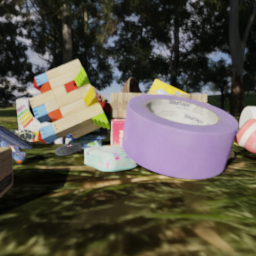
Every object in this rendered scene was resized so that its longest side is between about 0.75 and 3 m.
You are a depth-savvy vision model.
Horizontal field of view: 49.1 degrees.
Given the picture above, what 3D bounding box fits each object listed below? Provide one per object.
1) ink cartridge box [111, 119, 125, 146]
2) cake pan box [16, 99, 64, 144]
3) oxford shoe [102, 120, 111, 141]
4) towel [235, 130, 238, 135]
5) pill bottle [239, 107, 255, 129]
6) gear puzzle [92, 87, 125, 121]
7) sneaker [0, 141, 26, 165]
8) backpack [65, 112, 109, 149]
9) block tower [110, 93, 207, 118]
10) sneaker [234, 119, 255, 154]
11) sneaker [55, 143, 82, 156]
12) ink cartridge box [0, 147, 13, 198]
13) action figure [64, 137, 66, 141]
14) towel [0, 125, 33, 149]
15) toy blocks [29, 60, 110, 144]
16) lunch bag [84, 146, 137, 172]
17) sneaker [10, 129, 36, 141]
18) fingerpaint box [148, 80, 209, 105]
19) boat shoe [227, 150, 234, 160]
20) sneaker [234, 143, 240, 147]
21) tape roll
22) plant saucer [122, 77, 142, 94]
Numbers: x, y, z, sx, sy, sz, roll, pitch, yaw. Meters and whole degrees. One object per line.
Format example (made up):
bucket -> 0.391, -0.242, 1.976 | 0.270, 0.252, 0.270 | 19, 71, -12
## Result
ink cartridge box -> 0.673, 0.235, 8.760 | 2.404, 1.014, 1.740 | 0, 4, -4
cake pan box -> -3.308, -0.284, 10.653 | 1.657, 1.799, 0.470 | 1, 13, -1
oxford shoe -> -0.631, 0.052, 11.349 | 1.066, 0.819, 2.836 | -33, 15, -16
towel -> 4.620, 0.239, 14.701 | 2.063, 0.340, 2.849 | -1, 2, 16
pill bottle -> 4.741, -0.073, 8.760 | 2.124, 1.210, 1.210 | 5, 4, 0
gear puzzle -> -0.960, -0.442, 12.277 | 1.499, 2.895, 0.379 | -29, 25, 45
sneaker -> -2.770, 0.559, 6.777 | 0.801, 0.302, 0.314 | 37, 61, 17
backpack -> -1.606, 0.014, 9.563 | 1.798, 1.321, 1.645 | 7, 6, -4
block tower -> 0.887, -0.683, 8.733 | 2.941, 0.794, 0.850 | 1, 4, 5
sneaker -> 3.863, 0.523, 7.319 | 2.626, 0.968, 1.139 | 5, 32, -38
sneaker -> -1.793, 0.687, 8.241 | 0.891, 0.313, 0.366 | -9, -17, -46
ink cartridge box -> -2.787, 0.720, 3.845 | 1.939, 0.728, 1.597 | 1, 5, -7
action figure -> -2.316, 0.274, 11.840 | 1.095, 0.985, 1.470 | 29, 13, 20
towel -> -4.739, 0.190, 8.871 | 2.823, 0.337, 2.044 | 1, -21, 13
toy blocks -> -1.997, -0.739, 8.541 | 1.997, 2.921, 1.460 | -24, -28, -6
lunch bag -> -0.445, 0.691, 6.393 | 0.937, 0.450, 1.168 | -7, 7, -38
sneaker -> -3.642, 0.252, 9.582 | 0.955, 0.371, 0.412 | 5, -13, -9
fingerpaint box -> 2.033, -0.694, 11.520 | 2.844, 1.043, 2.373 | 25, -6, 0
boat shoe -> 2.639, 0.614, 7.627 | 0.432, 0.423, 1.220 | 0, 2, 27
sneaker -> 4.368, 0.396, 9.566 | 1.441, 0.602, 0.534 | 3, 4, 34
tape roll -> 1.071, 0.075, 6.126 | 2.336, 0.993, 2.336 | 7, 22, -3
plant saucer -> 0.303, -0.913, 13.149 | 0.494, 2.867, 2.867 | -12, 1, 15
